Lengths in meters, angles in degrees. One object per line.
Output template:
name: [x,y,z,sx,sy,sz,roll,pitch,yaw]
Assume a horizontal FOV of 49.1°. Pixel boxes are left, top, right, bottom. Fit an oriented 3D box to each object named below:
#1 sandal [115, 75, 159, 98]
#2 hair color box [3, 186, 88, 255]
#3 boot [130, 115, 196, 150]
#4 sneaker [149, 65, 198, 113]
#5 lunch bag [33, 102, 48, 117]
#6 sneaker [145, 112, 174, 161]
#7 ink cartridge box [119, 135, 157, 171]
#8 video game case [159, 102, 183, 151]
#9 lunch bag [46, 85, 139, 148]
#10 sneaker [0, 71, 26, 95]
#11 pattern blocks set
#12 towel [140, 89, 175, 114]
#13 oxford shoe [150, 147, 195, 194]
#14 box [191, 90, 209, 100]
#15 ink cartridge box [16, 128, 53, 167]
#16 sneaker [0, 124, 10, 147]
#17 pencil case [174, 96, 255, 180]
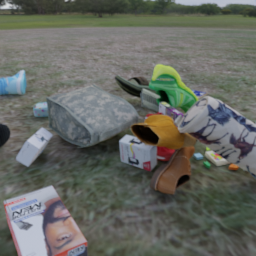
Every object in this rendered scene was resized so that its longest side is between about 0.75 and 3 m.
sandal: [0.682,-1.740,11.930,2.611,0.745,1.037,18,-14,8]
hair color box: [-1.548,1.861,5.093,0.999,0.576,1.802,-14,29,-30]
boot: [0.612,0.014,7.194,1.451,0.713,2.027,7,12,-36]
sneaker: [1.549,-1.130,9.894,2.756,1.152,1.021,36,-3,-43]
lunch bag: [-3.172,-0.765,10.947,1.007,0.388,0.808,-4,29,3]
sneaker: [0.840,0.159,8.231,0.707,1.042,1.804,-10,27,-21]
ink cartridge box: [0.264,0.670,7.526,0.957,0.698,0.396,14,35,30]
video game case: [1.243,-0.021,8.411,0.222,1.237,1.121,-9,25,-19]
lunch bag: [-1.085,-0.283,8.738,1.913,1.371,2.332,-24,40,-39]
sneaker: [-5.804,-2.257,13.725,1.468,0.894,2.249,-5,24,-14]
pattern blocks set: [2.661,0.814,7.894,1.447,0.117,1.272,-13,26,-24]
towel: [1.092,-0.814,10.170,1.454,0.251,1.400,23,31,-12]
oxford shoe: [1.290,1.013,6.917,0.692,0.693,1.942,21,38,26]
box: [2.697,-1.520,12.865,1.675,0.271,1.015,17,30,36]
ink cartridge box: [-2.551,0.514,7.658,0.408,0.696,0.951,35,22,-8]
sneaker: [-4.743,0.323,8.013,2.512,0.931,1.112,-21,34,-39]
pencil case: [2.444,0.316,6.496,2.691,1.204,1.047,33,51,-6]
